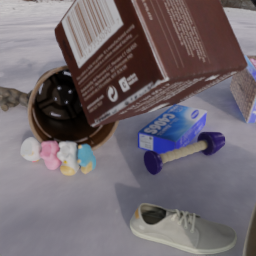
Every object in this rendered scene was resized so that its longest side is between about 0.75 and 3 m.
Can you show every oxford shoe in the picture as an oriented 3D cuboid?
[{"bbox_3d":[0.914,1.656,4.730,1.794,0.518,0.675,8,25,11],"label":"oxford shoe"}]

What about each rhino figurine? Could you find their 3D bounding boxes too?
[{"bbox_3d":[-4.231,-1.062,9.947,2.376,0.711,1.039,6,27,8],"label":"rhino figurine"}]

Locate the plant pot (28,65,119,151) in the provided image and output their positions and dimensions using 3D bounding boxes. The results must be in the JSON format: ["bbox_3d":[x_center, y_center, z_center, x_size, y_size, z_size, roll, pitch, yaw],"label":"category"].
[{"bbox_3d":[-1.654,-0.696,7.806,2.286,2.286,2.263,-10,20,-20],"label":"plant pot"}]

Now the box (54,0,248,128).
[{"bbox_3d":[0.455,-1.638,5.714,2.747,2.256,2.279,-17,-8,-41],"label":"box"}]

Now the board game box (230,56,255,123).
[{"bbox_3d":[5.140,-1.307,9.246,2.765,1.339,2.204,1,38,2],"label":"board game box"}]

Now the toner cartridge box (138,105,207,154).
[{"bbox_3d":[1.330,0.000,8.028,1.103,0.501,2.321,16,31,28],"label":"toner cartridge box"}]

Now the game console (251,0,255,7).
[{"bbox_3d":[3.959,-3.660,7.041,1.421,0.940,1.616,1,36,11],"label":"game console"}]

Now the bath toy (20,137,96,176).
[{"bbox_3d":[-1.672,0.657,6.581,1.790,0.778,0.662,7,-7,21],"label":"bath toy"}]

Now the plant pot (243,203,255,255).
[{"bbox_3d":[3.189,1.327,3.412,2.538,2.772,2.772,23,33,17],"label":"plant pot"}]

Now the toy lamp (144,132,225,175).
[{"bbox_3d":[1.468,0.544,6.843,2.206,0.642,0.642,-16,31,-27],"label":"toy lamp"}]
